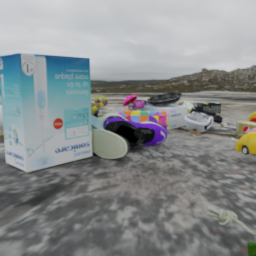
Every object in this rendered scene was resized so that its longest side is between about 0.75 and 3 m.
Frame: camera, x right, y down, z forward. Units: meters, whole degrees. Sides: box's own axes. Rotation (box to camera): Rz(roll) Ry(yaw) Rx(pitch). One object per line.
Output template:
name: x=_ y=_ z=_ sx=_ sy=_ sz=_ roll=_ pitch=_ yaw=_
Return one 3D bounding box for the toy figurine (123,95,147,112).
toy figurine: x=0.322 y=-0.706 z=12.608 sx=1.658 sy=1.526 sz=1.245 roll=4 pitch=11 yaw=20

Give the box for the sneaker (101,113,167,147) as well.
sneaker: x=0.320 y=0.257 z=8.860 sx=2.316 sy=0.805 sz=1.152 roll=12 pitch=19 yaw=-23

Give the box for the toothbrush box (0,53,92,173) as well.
toothbrush box: x=-2.107 y=-0.467 z=7.401 sx=1.186 sy=2.781 sz=2.036 roll=10 pitch=13 yaw=43

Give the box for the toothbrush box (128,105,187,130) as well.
toothbrush box: x=1.424 y=-0.618 z=13.599 sx=2.361 sy=1.007 sz=1.729 roll=8 pitch=12 yaw=39

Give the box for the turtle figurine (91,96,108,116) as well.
turtle figurine: x=-1.921 y=-0.820 z=14.089 sx=1.987 sy=0.794 sz=2.464 roll=-43 pitch=15 yaw=-30

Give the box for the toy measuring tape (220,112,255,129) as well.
toy measuring tape: x=5.228 y=-0.308 z=12.130 sx=0.971 sy=0.971 sz=2.640 roll=-7 pitch=12 yaw=-36

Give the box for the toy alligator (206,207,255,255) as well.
toy alligator: x=2.031 y=1.416 z=2.894 sx=0.939 sy=0.681 sz=2.834 roll=24 pitch=-17 yaw=-35

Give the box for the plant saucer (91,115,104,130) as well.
plant saucer: x=-0.843 y=0.135 z=9.637 sx=1.814 sy=0.349 sz=1.814 roll=32 pitch=8 yaw=-5

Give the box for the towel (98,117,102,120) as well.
towel: x=-1.130 y=-0.199 z=12.639 sx=1.062 sy=0.261 sz=1.432 roll=22 pitch=23 yaw=31

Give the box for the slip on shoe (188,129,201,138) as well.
slip on shoe: x=2.634 y=0.170 z=11.116 sx=0.366 sy=0.292 sz=0.964 roll=0 pitch=10 yaw=-3

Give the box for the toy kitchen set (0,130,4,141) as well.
toy kitchen set: x=-4.782 y=0.079 z=10.349 sx=0.910 sy=1.008 sz=0.823 roll=-7 pitch=-31 yaw=-39

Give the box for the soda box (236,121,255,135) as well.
soda box: x=4.928 y=0.117 z=10.720 sx=0.563 sy=0.532 sz=1.661 roll=-4 pitch=11 yaw=-22

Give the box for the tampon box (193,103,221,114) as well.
tampon box: x=4.794 y=-1.107 z=17.041 sx=1.334 sy=0.842 sz=0.999 roll=-3 pitch=10 yaw=-19

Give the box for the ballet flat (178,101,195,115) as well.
ballet flat: x=3.499 y=-1.121 z=16.817 sx=1.025 sy=1.025 sz=2.900 roll=0 pitch=10 yaw=-1

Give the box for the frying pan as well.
frying pan: x=1.210 y=-1.208 z=12.935 sx=2.680 sy=0.436 sz=1.621 roll=-16 pitch=16 yaw=-14

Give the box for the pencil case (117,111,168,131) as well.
pencil case: x=0.567 y=-0.278 z=11.890 sx=2.240 sy=0.990 sz=0.990 roll=2 pitch=10 yaw=8

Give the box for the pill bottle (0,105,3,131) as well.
pill bottle: x=-3.931 y=-0.381 z=11.178 sx=2.353 sy=1.362 sz=1.362 roll=-3 pitch=10 yaw=-21

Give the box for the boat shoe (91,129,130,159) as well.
boat shoe: x=-0.771 y=0.389 z=8.239 sx=2.297 sy=0.825 sz=0.777 roll=5 pitch=10 yaw=43

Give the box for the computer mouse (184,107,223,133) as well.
computer mouse: x=3.161 y=-0.293 z=12.429 sx=1.616 sy=0.647 sz=2.948 roll=20 pitch=21 yaw=24

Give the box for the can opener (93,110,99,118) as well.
can opener: x=-2.890 y=-0.579 z=14.964 sx=2.749 sy=0.733 sz=0.919 roll=-2 pitch=37 yaw=-17

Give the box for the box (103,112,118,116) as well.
box: x=-0.801 y=-0.734 z=16.571 sx=0.826 sy=0.261 sz=1.501 roll=4 pitch=10 yaw=21

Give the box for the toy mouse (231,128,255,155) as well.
toy mouse: x=4.160 y=0.321 z=7.674 sx=2.612 sy=0.569 sz=2.939 roll=-3 pitch=4 yaw=-9
